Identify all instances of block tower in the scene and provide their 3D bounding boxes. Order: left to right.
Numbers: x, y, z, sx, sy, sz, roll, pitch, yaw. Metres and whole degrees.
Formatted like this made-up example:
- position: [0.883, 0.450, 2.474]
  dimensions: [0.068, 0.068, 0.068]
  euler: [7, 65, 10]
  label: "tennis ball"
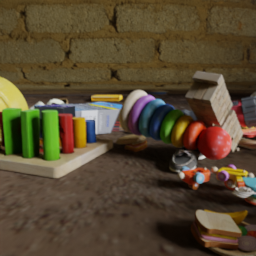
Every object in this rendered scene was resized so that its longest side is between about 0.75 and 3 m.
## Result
- position: [2.003, -0.281, 6.389]
  dimensions: [0.612, 0.655, 2.266]
  euler: [19, -22, 41]
  label: "block tower"

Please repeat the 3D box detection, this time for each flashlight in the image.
- position: [2.588, -0.249, 8.611]
  dimensions: [2.686, 0.909, 0.913]
  euler: [-13, -17, 28]
  label: "flashlight"

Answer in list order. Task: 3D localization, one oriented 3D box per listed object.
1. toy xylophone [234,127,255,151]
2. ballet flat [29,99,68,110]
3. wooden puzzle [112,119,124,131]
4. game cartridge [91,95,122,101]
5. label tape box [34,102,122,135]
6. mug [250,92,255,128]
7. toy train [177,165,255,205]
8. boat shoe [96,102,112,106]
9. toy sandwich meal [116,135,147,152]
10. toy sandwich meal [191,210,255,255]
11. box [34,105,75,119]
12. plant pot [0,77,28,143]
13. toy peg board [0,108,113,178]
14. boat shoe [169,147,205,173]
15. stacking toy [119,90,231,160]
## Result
- position: [3.212, 0.200, 8.225]
  dimensions: [1.575, 0.540, 2.151]
  euler: [-8, 13, -36]
  label: "toy xylophone"
- position: [-3.339, -0.748, 11.430]
  dimensions: [0.778, 0.830, 2.294]
  euler: [46, 40, 18]
  label: "ballet flat"
- position: [0.161, -0.080, 10.717]
  dimensions: [1.392, 0.165, 2.348]
  euler: [1, 11, 7]
  label: "wooden puzzle"
- position: [-1.660, -2.382, 22.380]
  dimensions: [2.221, 0.409, 2.519]
  euler: [1, 8, 3]
  label: "game cartridge"
- position: [-1.591, -0.356, 10.075]
  dimensions: [2.884, 0.913, 2.080]
  euler: [-6, 13, -39]
  label: "label tape box"
- position: [5.242, -0.760, 9.339]
  dimensions: [2.044, 1.994, 2.490]
  euler: [-12, -20, -19]
  label: "mug"
- position: [1.588, 0.972, 4.621]
  dimensions: [1.140, 0.422, 1.518]
  euler: [-6, 9, -25]
  label: "toy train"
- position: [-1.768, -0.706, 12.642]
  dimensions: [2.203, 0.806, 0.714]
  euler: [-4, 17, 10]
  label: "boat shoe"
- position: [0.113, 0.419, 7.798]
  dimensions: [0.947, 0.324, 0.947]
  euler: [-10, 8, 1]
  label: "toy sandwich meal"
- position: [1.222, 1.227, 3.410]
  dimensions: [0.914, 0.313, 0.914]
  euler: [0, 11, 0]
  label: "toy sandwich meal"
- position: [-2.000, -0.436, 7.705]
  dimensions: [0.903, 0.356, 0.637]
  euler: [4, 14, 18]
  label: "box"
- position: [-4.013, -0.243, 7.563]
  dimensions: [1.915, 1.915, 1.802]
  euler: [4, 27, 20]
  label: "plant pot"
- position: [-2.077, 0.069, 6.961]
  dimensions: [2.608, 1.276, 2.597]
  euler: [5, 12, 22]
  label: "toy peg board"
- position: [1.384, 0.567, 6.413]
  dimensions: [0.578, 0.492, 1.728]
  euler: [6, 12, 30]
  label: "boat shoe"
- position: [1.112, 0.001, 6.567]
  dimensions: [2.630, 1.123, 1.123]
  euler: [24, 22, 29]
  label: "stacking toy"
